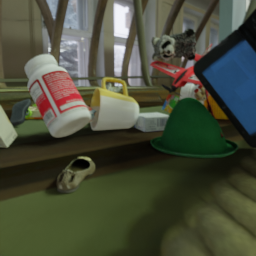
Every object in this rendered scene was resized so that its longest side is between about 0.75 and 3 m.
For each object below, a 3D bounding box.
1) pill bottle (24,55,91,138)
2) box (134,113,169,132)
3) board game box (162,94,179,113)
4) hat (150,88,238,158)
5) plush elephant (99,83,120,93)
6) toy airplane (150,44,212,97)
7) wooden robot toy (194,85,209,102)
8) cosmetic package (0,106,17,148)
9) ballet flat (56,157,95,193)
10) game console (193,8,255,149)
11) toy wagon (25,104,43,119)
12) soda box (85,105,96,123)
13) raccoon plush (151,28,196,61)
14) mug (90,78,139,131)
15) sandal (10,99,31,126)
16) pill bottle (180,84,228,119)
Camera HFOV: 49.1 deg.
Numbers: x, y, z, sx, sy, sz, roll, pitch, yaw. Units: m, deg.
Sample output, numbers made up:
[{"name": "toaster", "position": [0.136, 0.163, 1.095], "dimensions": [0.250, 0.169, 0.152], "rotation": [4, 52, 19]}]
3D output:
[{"name": "pill bottle", "position": [-1.965, -0.884, 7.589], "dimensions": [1.165, 2.075, 1.165], "rotation": [-28, -12, -6]}, {"name": "box", "position": [0.739, -0.196, 9.058], "dimensions": [0.844, 0.481, 0.917], "rotation": [-4, 12, -19]}, {"name": "board game box", "position": [1.645, -0.948, 10.985], "dimensions": [0.180, 0.683, 0.893], "rotation": [24, 6, -12]}, {"name": "hat", "position": [1.564, -0.632, 6.783], "dimensions": [2.032, 2.160, 2.453], "rotation": [-1, 10, -8]}, {"name": "plush elephant", "position": [-0.825, -1.428, 13.250], "dimensions": [1.779, 1.377, 1.465], "rotation": [-6, 12, -29]}, {"name": "toy airplane", "position": [1.747, -1.624, 7.796], "dimensions": [2.202, 0.405, 2.202], "rotation": [-6, 48, 7]}, {"name": "wooden robot toy", "position": [2.686, -1.320, 10.411], "dimensions": [1.417, 0.624, 0.643], "rotation": [-45, 18, -9]}, {"name": "cosmetic package", "position": [-3.252, -0.185, 6.538], "dimensions": [0.706, 1.342, 0.477], "rotation": [4, 42, 18]}, {"name": "ballet flat", "position": [-0.860, 0.694, 4.709], "dimensions": [0.456, 0.314, 1.354], "rotation": [2, 11, 8]}, {"name": "game console", "position": [2.781, -0.944, 5.682], "dimensions": [1.514, 2.551, 2.199], "rotation": [-37, -4, 1]}, {"name": "toy wagon", "position": [-3.353, -0.701, 11.828], "dimensions": [2.456, 0.486, 1.905], "rotation": [0, 11, -5]}, {"name": "soda box", "position": [-1.442, -0.543, 8.320], "dimensions": [0.954, 0.326, 0.303], "rotation": [28, 31, 10]}, {"name": "raccoon plush", "position": [1.309, -2.360, 8.281], "dimensions": [1.227, 0.886, 1.832], "rotation": [-4, 11, 8]}, {"name": "mug", "position": [-0.387, -0.684, 8.953], "dimensions": [1.366, 1.664, 1.332], "rotation": [5, 14, -19]}, {"name": "sandal", "position": [-3.834, -0.520, 9.986], "dimensions": [0.617, 0.347, 1.622], "rotation": [-12, 36, 3]}, {"name": "pill bottle", "position": [3.600, -1.154, 11.168], "dimensions": [2.865, 1.591, 1.591], "rotation": [4, 11, 23]}]
